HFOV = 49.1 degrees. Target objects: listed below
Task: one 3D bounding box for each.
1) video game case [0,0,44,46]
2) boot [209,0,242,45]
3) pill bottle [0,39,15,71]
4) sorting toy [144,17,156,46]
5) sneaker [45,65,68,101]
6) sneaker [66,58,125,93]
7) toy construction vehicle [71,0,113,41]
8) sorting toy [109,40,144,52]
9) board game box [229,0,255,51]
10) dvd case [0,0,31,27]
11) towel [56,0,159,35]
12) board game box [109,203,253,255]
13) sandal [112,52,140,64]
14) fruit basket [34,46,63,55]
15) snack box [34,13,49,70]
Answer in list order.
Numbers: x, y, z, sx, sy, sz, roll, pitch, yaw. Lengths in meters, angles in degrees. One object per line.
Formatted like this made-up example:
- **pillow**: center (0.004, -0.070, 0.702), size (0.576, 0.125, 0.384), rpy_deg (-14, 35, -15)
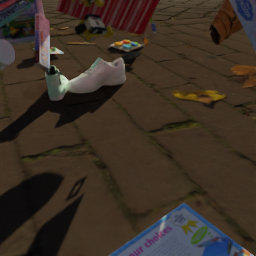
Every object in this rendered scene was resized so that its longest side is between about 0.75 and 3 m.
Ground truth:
- **video game case**: center (-3.853, -3.549, 7.904), size (2.780, 2.535, 0.306), rpy_deg (-9, 2, 0)
- **boot**: center (2.632, -3.157, 7.256), size (1.402, 1.813, 0.668), rpy_deg (-42, 45, -3)
- **pill bottle**: center (-3.368, -1.680, 6.681), size (1.282, 0.767, 0.767), rpy_deg (-5, 26, 30)
- **sorting toy**: center (0.640, -2.807, 8.199), size (0.145, 0.597, 1.061), rpy_deg (-24, -7, -14)
- **sneaker**: center (-2.293, -1.653, 9.142), size (0.602, 0.965, 1.636), rpy_deg (-4, 30, -4)
- **sneaker**: center (-1.093, -1.847, 9.445), size (2.220, 0.982, 0.835), rpy_deg (-22, 39, -31)
- **toy construction vehicle**: center (-0.882, -2.307, 5.473), size (0.490, 1.212, 1.392), rpy_deg (-26, 4, 28)
- **sorting toy**: center (-0.065, -4.118, 13.900), size (1.354, 0.247, 1.253), rpy_deg (21, 37, 32)
- **board game box**: center (2.382, -1.498, 4.264), size (1.620, 1.617, 0.333), rpy_deg (-30, 2, -36)
- **dvd case**: center (-1.776, -1.628, 3.631), size (0.808, 0.089, 0.590), rpy_deg (30, 56, 8)
- **towel**: center (-0.202, -3.310, 6.590), size (2.649, 1.916, 0.298), rpy_deg (-2, 43, -42)
- **board game box**: center (0.405, 2.203, 3.248), size (2.779, 0.476, 1.868), rpy_deg (-23, 38, -32)
- **sandal**: center (-0.083, -2.835, 11.778), size (1.423, 0.341, 0.535), rpy_deg (-31, 42, -22)
- **fruit basket**: center (-3.632, -3.546, 12.712), size (1.107, 0.519, 1.026), rpy_deg (-16, 35, -30)
- **snack box**: center (-2.290, -2.293, 7.478), size (0.169, 1.387, 0.498), rpy_deg (-4, -8, 14)
